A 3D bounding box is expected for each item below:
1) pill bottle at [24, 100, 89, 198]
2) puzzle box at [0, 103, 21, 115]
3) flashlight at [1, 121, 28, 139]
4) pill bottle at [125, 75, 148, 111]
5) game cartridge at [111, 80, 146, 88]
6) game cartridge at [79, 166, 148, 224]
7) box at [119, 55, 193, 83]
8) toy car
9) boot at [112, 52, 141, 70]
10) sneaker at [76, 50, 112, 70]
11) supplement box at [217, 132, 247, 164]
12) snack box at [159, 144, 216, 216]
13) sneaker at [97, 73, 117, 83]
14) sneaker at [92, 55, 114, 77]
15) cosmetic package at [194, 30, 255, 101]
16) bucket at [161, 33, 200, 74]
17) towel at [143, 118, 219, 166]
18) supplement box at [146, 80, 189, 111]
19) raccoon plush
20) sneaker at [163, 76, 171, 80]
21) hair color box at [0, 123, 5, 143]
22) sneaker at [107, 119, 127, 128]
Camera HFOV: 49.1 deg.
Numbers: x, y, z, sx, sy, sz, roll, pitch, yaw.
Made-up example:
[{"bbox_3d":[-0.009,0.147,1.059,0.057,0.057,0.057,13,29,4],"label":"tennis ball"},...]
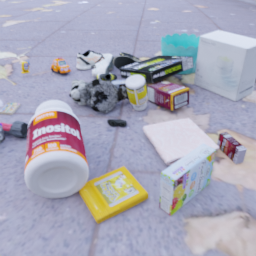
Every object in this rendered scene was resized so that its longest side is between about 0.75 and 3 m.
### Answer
[{"bbox_3d":[-2.152,0.464,8.309,1.651,1.651,2.923,-8,39,-12],"label":"pill bottle"},{"bbox_3d":[-5.011,-0.819,11.886,0.577,0.110,0.867,3,33,4],"label":"puzzle box"},{"bbox_3d":[-4.605,-0.116,10.244,1.995,0.675,0.678,7,74,18],"label":"flashlight"},{"bbox_3d":[0.385,-1.393,11.448,0.781,1.388,0.781,-7,47,7],"label":"pill bottle"},{"bbox_3d":[-0.018,-2.110,13.418,1.595,0.331,1.062,-6,23,-8],"label":"game cartridge"},{"bbox_3d":[-0.449,1.790,7.796,1.560,0.253,1.375,-20,38,-25],"label":"game cartridge"},{"bbox_3d":[1.345,-2.915,13.575,2.626,0.624,2.536,-24,28,-27],"label":"box"},{"bbox_3d":[-4.304,-3.239,14.684,2.432,0.809,1.193,-11,28,-27],"label":"toy car"},{"bbox_3d":[-0.186,-3.611,15.176,2.264,0.817,1.710,1,28,-37],"label":"boot"},{"bbox_3d":[-1.848,-3.969,15.922,2.365,0.946,0.872,-23,38,-32],"label":"sneaker"},{"bbox_3d":[3.398,0.650,9.261,0.317,0.567,1.042,-11,34,-17],"label":"supplement box"},{"bbox_3d":[1.607,1.359,7.546,1.788,1.272,0.474,-27,41,-35],"label":"snack box"},{"bbox_3d":[-0.932,-2.436,13.755,0.549,0.483,1.297,9,14,39],"label":"sneaker"},{"bbox_3d":[-1.329,-3.387,15.172,0.905,0.794,2.258,4,34,12],"label":"sneaker"},{"bbox_3d":[4.549,-2.921,12.931,1.510,2.457,2.449,-24,40,-32],"label":"cosmetic package"},{"bbox_3d":[2.961,-4.116,15.472,2.475,1.610,2.475,0,35,0],"label":"bucket"},{"bbox_3d":[1.779,0.418,9.833,1.984,0.335,2.077,-11,35,-17],"label":"towel"},{"bbox_3d":[1.667,-1.431,12.035,0.964,0.748,1.748,-21,31,-28],"label":"supplement box"},{"bbox_3d":[-1.183,-1.376,12.257,2.836,1.372,1.900,9,6,-42],"label":"raccoon plush"},{"bbox_3d":[1.797,-2.869,14.661,0.704,0.455,1.297,29,37,30],"label":"sneaker"},{"bbox_3d":[-5.749,0.275,9.646,2.456,0.796,1.343,9,34,10],"label":"hair color box"},{"bbox_3d":[-0.427,-0.205,10.866,0.787,0.299,0.357,10,25,2],"label":"sneaker"}]
